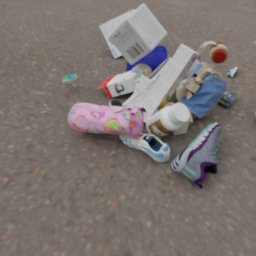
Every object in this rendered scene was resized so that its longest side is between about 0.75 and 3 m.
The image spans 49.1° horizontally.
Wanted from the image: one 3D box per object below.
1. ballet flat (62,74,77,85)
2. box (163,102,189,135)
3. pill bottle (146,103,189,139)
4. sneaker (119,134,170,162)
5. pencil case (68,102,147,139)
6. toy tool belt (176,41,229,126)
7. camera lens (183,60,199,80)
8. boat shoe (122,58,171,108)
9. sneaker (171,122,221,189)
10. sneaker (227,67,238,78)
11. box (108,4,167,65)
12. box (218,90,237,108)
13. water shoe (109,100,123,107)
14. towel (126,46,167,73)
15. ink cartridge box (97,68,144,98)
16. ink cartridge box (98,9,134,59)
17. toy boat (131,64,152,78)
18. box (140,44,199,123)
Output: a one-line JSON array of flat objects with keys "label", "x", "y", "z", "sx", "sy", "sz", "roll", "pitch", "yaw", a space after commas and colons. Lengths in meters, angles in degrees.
[{"label": "ballet flat", "x": -2.394, "y": -2.031, "z": 11.905, "sx": 1.196, "sy": 0.382, "sz": 0.452, "roll": 12, "pitch": 69, "yaw": 54}, {"label": "box", "x": 1.610, "y": -0.346, "z": 9.973, "sx": 0.495, "sy": 0.604, "sz": 1.273, "roll": -8, "pitch": 38, "yaw": -17}, {"label": "pill bottle", "x": 1.265, "y": -0.232, "z": 8.984, "sx": 0.806, "sy": 1.410, "sz": 0.806, "roll": 13, "pitch": 64, "yaw": -27}, {"label": "sneaker", "x": 0.498, "y": 0.408, "z": 8.845, "sx": 1.931, "sy": 0.700, "sz": 0.694, "roll": 26, "pitch": 43, "yaw": 33}, {"label": "pencil case", "x": -0.701, "y": -0.289, "z": 8.957, "sx": 2.463, "sy": 1.077, "sz": 1.077, "roll": 6, "pitch": 34, "yaw": 29}, {"label": "toy tool belt", "x": 2.683, "y": -1.433, "z": 9.713, "sx": 1.694, "sy": 2.714, "sz": 1.668, "roll": 21, "pitch": 37, "yaw": -6}, {"label": "camera lens", "x": 2.650, "y": -2.091, "z": 11.530, "sx": 1.456, "sy": 1.165, "sz": 1.165, "roll": 37, "pitch": 25, "yaw": -26}, {"label": "boat shoe", "x": 0.751, "y": -1.587, "z": 10.555, "sx": 2.778, "sy": 0.952, "sz": 1.000, "roll": -36, "pitch": 18, "yaw": 1}, {"label": "sneaker", "x": 2.319, "y": 0.793, "z": 8.363, "sx": 1.101, "sy": 0.936, "sz": 2.516, "roll": 44, "pitch": 52, "yaw": 13}, {"label": "sneaker", "x": 5.047, "y": -2.735, "z": 13.551, "sx": 0.392, "sy": 0.353, "sz": 0.909, "roll": 17, "pitch": 38, "yaw": 27}, {"label": "box", "x": 0.367, "y": -3.678, "z": 11.125, "sx": 1.312, "sy": 1.532, "sz": 1.524, "roll": -51, "pitch": 17, "yaw": -30}, {"label": "box", "x": 3.916, "y": -1.247, "z": 11.350, "sx": 0.770, "sy": 0.249, "sz": 0.976, "roll": 35, "pitch": 43, "yaw": 17}, {"label": "water shoe", "x": -0.207, "y": -0.354, "z": 10.001, "sx": 0.518, "sy": 0.572, "sz": 1.449, "roll": -23, "pitch": 71, "yaw": -21}, {"label": "towel", "x": 0.971, "y": -3.227, "z": 14.013, "sx": 2.076, "sy": 0.697, "sz": 2.812, "roll": -6, "pitch": 35, "yaw": 7}, {"label": "ink cartridge box", "x": -0.290, "y": -1.827, "z": 11.724, "sx": 1.780, "sy": 0.599, "sz": 1.034, "roll": -11, "pitch": 27, "yaw": 32}, {"label": "ink cartridge box", "x": -0.207, "y": -5.124, "z": 15.489, "sx": 2.187, "sy": 0.514, "sz": 2.161, "roll": -25, "pitch": 82, "yaw": 4}, {"label": "toy boat", "x": 0.515, "y": -2.634, "z": 12.223, "sx": 0.689, "sy": 1.483, "sz": 1.247, "roll": -31, "pitch": 12, "yaw": -36}, {"label": "box", "x": 1.302, "y": -1.430, "z": 9.610, "sx": 0.599, "sy": 2.891, "sz": 0.559, "roll": 42, "pitch": 22, "yaw": 23}]
